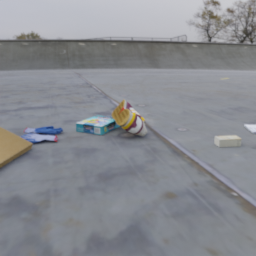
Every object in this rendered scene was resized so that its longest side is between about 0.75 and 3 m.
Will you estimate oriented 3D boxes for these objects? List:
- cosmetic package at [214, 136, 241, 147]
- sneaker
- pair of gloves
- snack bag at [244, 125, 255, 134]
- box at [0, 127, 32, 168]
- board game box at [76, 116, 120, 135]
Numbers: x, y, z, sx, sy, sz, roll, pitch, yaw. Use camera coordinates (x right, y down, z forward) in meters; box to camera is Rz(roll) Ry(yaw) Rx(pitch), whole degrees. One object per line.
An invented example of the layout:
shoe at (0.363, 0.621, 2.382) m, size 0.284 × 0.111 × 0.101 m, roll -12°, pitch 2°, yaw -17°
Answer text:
cosmetic package at (3.315, 0.447, 9.332) m, size 0.763 × 0.279 × 0.395 m, roll -1°, pitch 15°, yaw -8°
sneaker at (0.060, -0.324, 10.871) m, size 1.077 × 0.896 × 2.390 m, roll 37°, pitch 12°, yaw -19°
pair of gloves at (-3.181, 0.252, 10.218) m, size 1.439 × 0.204 × 1.790 m, roll 1°, pitch 16°, yaw -4°
snack bag at (5.339, 0.051, 11.060) m, size 1.176 × 0.126 × 1.109 m, roll 2°, pitch 15°, yaw 5°
box at (-4.127, 0.479, 7.961) m, size 1.895 × 0.247 × 2.318 m, roll 26°, pitch 17°, yaw 3°
board game box at (-1.165, -0.138, 11.297) m, size 1.176 × 0.365 × 1.557 m, roll 7°, pitch 17°, yaw 25°
